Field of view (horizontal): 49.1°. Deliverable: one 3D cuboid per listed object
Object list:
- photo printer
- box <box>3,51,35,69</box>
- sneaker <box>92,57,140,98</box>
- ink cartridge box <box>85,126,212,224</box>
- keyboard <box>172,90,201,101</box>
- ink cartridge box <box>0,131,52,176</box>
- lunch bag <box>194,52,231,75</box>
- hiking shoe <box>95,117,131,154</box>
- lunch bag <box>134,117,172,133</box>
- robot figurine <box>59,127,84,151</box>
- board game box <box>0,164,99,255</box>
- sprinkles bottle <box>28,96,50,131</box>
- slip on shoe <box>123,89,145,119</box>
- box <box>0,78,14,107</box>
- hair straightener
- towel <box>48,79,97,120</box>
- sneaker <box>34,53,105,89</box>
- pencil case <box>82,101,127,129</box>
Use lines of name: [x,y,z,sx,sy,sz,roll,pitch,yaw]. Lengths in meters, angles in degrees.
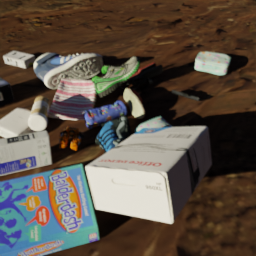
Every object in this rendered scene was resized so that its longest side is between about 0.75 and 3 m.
photo printer: [-3.684,-0.139,9.577,1.114,0.465,1.338,22,42,17]
box: [-5.376,-3.385,13.870,1.347,0.405,0.785,15,40,19]
sneaker: [-0.436,-2.159,10.923,2.197,0.936,0.857,-40,14,-18]
ink cartridge box: [0.631,0.914,6.741,1.982,1.154,2.741,-1,17,33]
keyboard: [2.295,-1.277,11.168,1.148,0.147,0.689,21,5,25]
ink cartridge box: [-3.250,0.770,7.833,2.091,1.040,0.410,-12,37,-24]
lunch bag: [3.949,-3.042,13.256,1.600,0.617,1.283,14,42,18]
hiking shoe: [-0.498,0.564,8.568,1.029,0.883,2.374,-10,30,12]
lunch bag: [0.876,0.191,9.050,1.092,0.666,0.930,-17,42,-30]
robot figurine: [-1.784,0.299,8.755,0.770,0.309,1.062,9,30,-7]
board game box: [-2.176,2.011,6.680,2.614,0.588,1.988,-11,42,-14]
sprinkles bottle: [-2.932,-0.508,9.318,0.565,0.565,1.654,-6,29,-8]
slip on shoe: [0.316,-0.944,10.504,0.533,0.645,1.742,3,33,-23]
box: [-5.493,-1.391,10.928,1.366,0.849,1.378,29,44,33]
hair straightener: [0.617,-2.230,12.197,2.534,0.518,0.975,-26,38,-32]
towel: [-2.041,-1.168,10.739,1.597,0.326,2.183,5,50,4]
sneaker: [-2.775,-2.973,12.594,2.918,1.176,2.137,-27,51,-19]
pencil case: [-0.844,-0.486,9.934,1.577,0.615,0.685,-20,50,-26]
